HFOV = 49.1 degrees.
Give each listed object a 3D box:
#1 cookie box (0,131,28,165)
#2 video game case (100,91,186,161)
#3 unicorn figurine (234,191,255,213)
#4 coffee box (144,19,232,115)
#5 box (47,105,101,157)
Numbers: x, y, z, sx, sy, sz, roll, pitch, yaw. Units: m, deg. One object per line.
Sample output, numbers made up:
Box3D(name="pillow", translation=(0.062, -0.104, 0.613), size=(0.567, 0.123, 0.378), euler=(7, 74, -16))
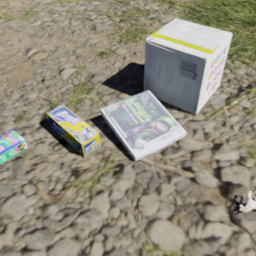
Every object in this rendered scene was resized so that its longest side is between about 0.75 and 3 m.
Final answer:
Box3D(name="cookie box", translation=(-4.860, 0.759, 11.234), size=(1.063, 0.467, 1.243), euler=(26, 49, 34))
Box3D(name="video game case", translation=(0.617, -0.236, 12.065), size=(2.617, 0.336, 2.878), euler=(-23, 58, -23))
Box3D(name="unicorn figurine", translation=(4.165, 2.556, 9.403), size=(1.111, 0.410, 0.763), euler=(12, 53, 6))
Box3D(name="coffee box", translation=(2.779, -3.047, 13.510), size=(2.982, 2.978, 2.949), euler=(25, 49, 25))
Box3D(name="box", translation=(-2.314, 0.069, 11.768), size=(0.894, 0.821, 2.552), euler=(-34, 52, -29))
